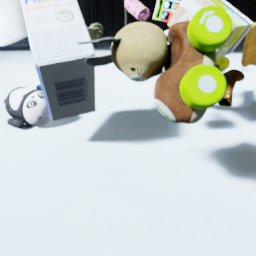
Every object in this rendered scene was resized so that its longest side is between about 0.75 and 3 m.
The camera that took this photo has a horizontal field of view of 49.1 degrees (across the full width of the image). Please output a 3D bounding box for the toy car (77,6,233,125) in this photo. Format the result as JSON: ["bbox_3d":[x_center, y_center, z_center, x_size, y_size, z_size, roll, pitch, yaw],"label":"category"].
[{"bbox_3d":[0.328,-1.186,5.357,2.508,1.979,2.060,9,-7,-1],"label":"toy car"}]

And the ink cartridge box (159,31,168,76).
[{"bbox_3d":[1.224,-2.054,8.416,0.993,1.346,0.576,-33,27,33],"label":"ink cartridge box"}]

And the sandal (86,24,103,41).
[{"bbox_3d":[-1.262,-3.443,10.352,0.463,0.644,1.621,11,30,14],"label":"sandal"}]

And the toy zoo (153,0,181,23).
[{"bbox_3d":[1.713,-4.622,11.126,1.326,0.870,0.136,19,12,16],"label":"toy zoo"}]

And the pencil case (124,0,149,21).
[{"bbox_3d":[0.246,-3.367,7.907,0.392,0.410,0.947,-2,44,-32],"label":"pencil case"}]

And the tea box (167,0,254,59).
[{"bbox_3d":[2.672,-3.336,9.034,1.899,1.269,1.868,46,43,15],"label":"tea box"}]

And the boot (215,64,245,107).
[{"bbox_3d":[2.001,-0.788,5.614,1.098,0.786,0.386,7,-20,-34],"label":"boot"}]

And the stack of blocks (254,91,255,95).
[{"bbox_3d":[4.959,-1.931,7.711,1.639,2.847,0.834,22,14,8],"label":"stack of blocks"}]

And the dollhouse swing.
[{"bbox_3d":[5.016,-2.896,9.822,1.583,1.742,1.531,17,35,26],"label":"dollhouse swing"}]

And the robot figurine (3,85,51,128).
[{"bbox_3d":[-3.981,-0.896,11.261,2.312,1.737,1.443,15,10,34],"label":"robot figurine"}]

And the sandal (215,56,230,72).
[{"bbox_3d":[2.812,-2.389,10.911,2.068,0.900,0.822,17,61,15],"label":"sandal"}]

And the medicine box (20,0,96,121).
[{"bbox_3d":[-2.031,-2.191,8.405,1.510,2.672,2.934,-14,63,-13],"label":"medicine box"}]
